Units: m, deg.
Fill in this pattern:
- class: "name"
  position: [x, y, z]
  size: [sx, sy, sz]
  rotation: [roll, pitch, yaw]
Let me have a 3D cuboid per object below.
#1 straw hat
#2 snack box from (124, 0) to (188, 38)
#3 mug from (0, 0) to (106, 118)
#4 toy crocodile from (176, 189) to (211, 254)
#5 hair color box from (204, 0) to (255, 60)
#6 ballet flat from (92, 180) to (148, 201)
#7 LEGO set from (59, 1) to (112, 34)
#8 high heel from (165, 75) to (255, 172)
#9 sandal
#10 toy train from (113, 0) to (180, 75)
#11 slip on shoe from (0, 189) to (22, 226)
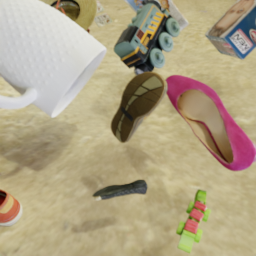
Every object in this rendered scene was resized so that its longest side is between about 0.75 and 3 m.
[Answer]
- class: "straw hat"
  position: [-1.756, -3.146, 7.814]
  size: [1.894, 0.802, 1.894]
  rotation: [0, 84, 1]
- class: "snack box"
  position: [0.707, -3.926, 8.813]
  size: [1.050, 2.921, 0.355]
  rotation: [-34, 46, 25]
- class: "mug"
  position: [-2.198, -1.510, 6.093]
  size: [2.400, 2.021, 2.737]
  rotation: [38, 53, -6]
- class: "toy crocodile"
  position: [1.210, 1.681, 5.117]
  size: [0.431, 0.394, 1.277]
  rotation: [23, 45, 19]
- class: "hair color box"
  position: [3.677, -3.344, 7.700]
  size: [2.953, 0.894, 1.477]
  rotation: [-46, 19, 11]
- class: "ballet flat"
  position: [-0.135, 1.229, 5.273]
  size: [1.071, 0.304, 0.356]
  rotation: [-9, 17, -11]
- class: "LEGO set"
  position: [-1.593, -3.526, 8.893]
  size: [1.831, 0.449, 1.368]
  rotation: [-36, 92, -29]
- class: "high heel"
  position: [1.377, -0.231, 5.458]
  size: [1.262, 0.886, 2.631]
  rotation: [2, 47, -51]
- class: "sandal"
  position: [0.197, -0.375, 5.218]
  size: [0.473, 1.751, 0.703]
  rotation: [-22, 65, -40]
- class: "toy train"
  position: [0.585, -2.662, 8.196]
  size: [1.057, 1.413, 2.479]
  rotation: [-9, 48, 52]
- class: "slip on shoe"
  position: [-3.780, 1.651, 6.775]
  size: [2.528, 0.773, 0.936]
  rotation: [12, 48, 14]
